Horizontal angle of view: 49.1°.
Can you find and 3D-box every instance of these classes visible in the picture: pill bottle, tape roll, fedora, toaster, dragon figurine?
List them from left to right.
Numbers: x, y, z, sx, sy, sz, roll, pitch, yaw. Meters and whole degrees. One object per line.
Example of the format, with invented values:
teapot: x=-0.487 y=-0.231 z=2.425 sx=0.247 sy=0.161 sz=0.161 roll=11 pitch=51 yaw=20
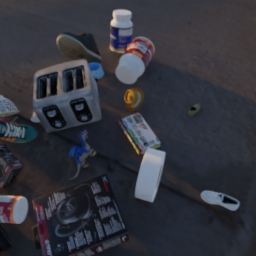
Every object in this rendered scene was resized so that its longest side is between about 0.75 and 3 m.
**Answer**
pill bottle: x=-4.440 y=3.619 z=7.840 sx=2.104 sy=1.177 sz=1.177 roll=-32 pitch=58 yaw=-24
pill bottle: x=-3.686 y=2.334 z=8.070 sx=1.365 sy=0.748 sz=0.748 roll=1 pitch=51 yaw=6
toaster: x=-2.374 y=-1.345 z=11.139 sx=2.319 sy=1.522 sz=2.564 roll=-13 pitch=53 yaw=2
dragon figurine: x=-1.818 y=0.991 z=10.304 sx=0.909 sy=0.538 sz=1.829 roll=25 pitch=79 yaw=24
pill bottle: x=-0.341 y=-4.852 z=14.124 sx=1.095 sy=1.892 sz=1.095 roll=3 pitch=36 yaw=-2
fedora: x=0.156 y=-1.283 z=11.965 sx=1.095 sy=0.447 sz=1.095 roll=-17 pitch=62 yaw=35
pill bottle: x=0.324 y=-3.211 z=13.363 sx=1.265 sy=1.265 sz=2.310 roll=17 pitch=53 yaw=14
tape roll: x=0.740 y=1.547 z=9.225 sx=0.596 sy=1.704 sz=1.704 roll=13 pitch=52 yaw=11

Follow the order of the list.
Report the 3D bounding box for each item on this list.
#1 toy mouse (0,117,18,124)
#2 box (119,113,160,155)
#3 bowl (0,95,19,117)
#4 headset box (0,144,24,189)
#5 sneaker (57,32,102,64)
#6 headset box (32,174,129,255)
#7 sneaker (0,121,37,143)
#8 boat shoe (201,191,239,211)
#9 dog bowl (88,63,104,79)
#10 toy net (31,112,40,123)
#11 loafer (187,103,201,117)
toy mouse: x=-5.020 y=-0.187 z=11.562 sx=1.199 sy=0.232 sz=1.066 roll=34 pitch=59 yaw=24
box: x=0.433 y=0.205 z=11.164 sx=0.951 sy=0.300 sz=1.727 roll=-21 pitch=56 yaw=-17
bowl: x=-5.281 y=-0.831 z=11.111 sx=1.675 sy=1.675 sz=0.786 roll=-14 pitch=93 yaw=-11
headset box: x=-4.260 y=1.355 z=9.628 sx=1.303 sy=0.969 sz=0.503 roll=44 pitch=21 yaw=19
sneaker: x=-2.382 y=-3.997 z=13.119 sx=1.032 sy=2.760 sz=1.466 roll=-23 pitch=70 yaw=23
headset box: x=-1.546 y=2.837 z=8.449 sx=2.665 sy=1.029 sz=1.983 roll=-20 pitch=56 yaw=-10
sneaker: x=-4.554 y=0.145 z=10.563 sx=2.119 sy=0.846 sz=0.756 roll=6 pitch=83 yaw=-16
boat shoe: x=3.086 y=2.357 z=9.382 sx=1.242 sy=0.406 sz=0.457 roll=14 pitch=52 yaw=11
dog bowl: x=-2.023 y=-2.631 z=13.352 sx=1.760 sy=0.436 sz=0.981 roll=-20 pitch=46 yaw=-17
toy net: x=-3.412 y=-1.218 z=12.221 sx=1.272 sy=0.468 sz=2.425 roll=32 pitch=58 yaw=19
loafer: x=2.871 y=-0.815 z=12.045 sx=0.322 sy=0.285 sz=0.847 roll=31 pitch=57 yaw=23
